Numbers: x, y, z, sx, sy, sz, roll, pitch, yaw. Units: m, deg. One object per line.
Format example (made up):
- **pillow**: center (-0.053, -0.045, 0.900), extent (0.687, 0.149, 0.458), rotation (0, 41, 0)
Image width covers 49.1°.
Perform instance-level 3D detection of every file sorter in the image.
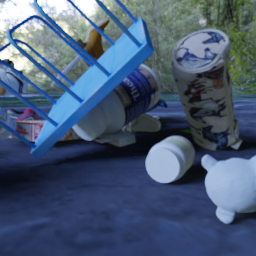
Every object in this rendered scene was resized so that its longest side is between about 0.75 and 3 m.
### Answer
- **file sorter**: center (-1.274, -1.339, 5.318), extent (2.968, 1.821, 2.060), rotation (-40, 23, 21)

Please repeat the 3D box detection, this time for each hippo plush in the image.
- **hippo plush**: center (1.510, 0.677, 2.965), extent (1.208, 1.197, 1.503), rotation (-29, -24, 24)

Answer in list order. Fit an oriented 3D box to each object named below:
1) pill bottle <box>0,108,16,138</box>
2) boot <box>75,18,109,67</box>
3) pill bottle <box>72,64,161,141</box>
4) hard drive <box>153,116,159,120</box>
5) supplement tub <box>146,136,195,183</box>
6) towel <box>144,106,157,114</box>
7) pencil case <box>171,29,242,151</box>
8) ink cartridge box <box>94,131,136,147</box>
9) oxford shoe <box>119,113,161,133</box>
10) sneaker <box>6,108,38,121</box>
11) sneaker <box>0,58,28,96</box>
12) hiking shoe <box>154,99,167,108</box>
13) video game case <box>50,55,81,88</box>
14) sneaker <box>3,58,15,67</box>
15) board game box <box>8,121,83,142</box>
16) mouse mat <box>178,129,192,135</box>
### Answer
- **pill bottle**: center (-3.234, -0.238, 6.482), extent (0.681, 0.681, 1.212), rotation (6, -24, 32)
- **boot**: center (-0.940, -2.636, 8.731), extent (1.396, 0.999, 0.491), rotation (-39, 38, -2)
- **pill bottle**: center (-0.348, -0.708, 7.530), extent (1.391, 1.391, 2.507), rotation (8, 33, 42)
- **hard drive**: center (0.570, -0.265, 10.402), extent (0.951, 0.183, 1.442), rotation (-7, 3, 17)
- **supplement tub**: center (0.693, 0.503, 4.559), extent (0.633, 0.633, 0.873), rotation (4, 10, 25)
- **towel**: center (0.305, -0.732, 11.563), extent (1.709, 0.415, 0.954), rotation (-26, 20, -19)
- **pencil case**: center (1.712, -0.662, 5.868), extent (1.238, 2.768, 1.077), rotation (16, 60, 35)
- **ink cartridge box**: center (-0.473, 0.298, 7.247), extent (0.933, 0.234, 1.075), rotation (-15, 14, -28)
- **oxford shoe**: center (-0.098, -0.117, 8.853), extent (2.238, 0.841, 0.646), rotation (9, 51, 10)
- **sneaker**: center (-3.753, -0.205, 8.631), extent (2.165, 0.808, 0.873), rotation (1, 9, 8)
- **sneaker**: center (-3.199, -1.364, 7.398), extent (0.799, 0.689, 1.822), rotation (-6, 41, -35)
- **hiking shoe**: center (1.132, -0.910, 10.628), extent (0.382, 0.328, 0.882), rotation (-41, 43, -11)
- **video game case**: center (-1.825, -1.723, 8.367), extent (1.105, 0.127, 1.007), rotation (-54, 17, -23)
- **sneaker**: center (-5.030, -1.642, 9.412), extent (1.048, 1.243, 2.842), rotation (-20, 32, 47)
- **board game box**: center (-2.093, 0.062, 7.656), extent (1.442, 0.441, 1.903), rotation (5, 5, 32)
- **mouse mat**: center (2.365, 0.149, 8.863), extent (1.065, 0.050, 1.323), rotation (-4, 11, -25)
